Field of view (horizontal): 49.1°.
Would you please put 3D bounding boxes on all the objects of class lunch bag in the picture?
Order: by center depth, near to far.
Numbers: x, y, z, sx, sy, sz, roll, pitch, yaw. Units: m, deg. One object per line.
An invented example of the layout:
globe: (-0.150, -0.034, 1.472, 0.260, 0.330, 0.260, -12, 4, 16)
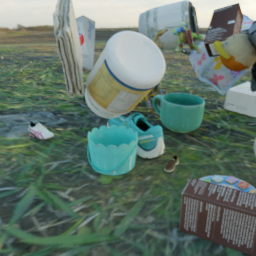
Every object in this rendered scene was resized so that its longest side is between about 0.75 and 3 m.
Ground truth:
lunch bag: (3.917, -3.023, 10.950, 1.721, 2.707, 2.295, 27, 29, -17)

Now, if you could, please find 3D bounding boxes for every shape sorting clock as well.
shape sorting clock: (2.328, 1.616, 6.755, 1.646, 0.323, 1.646, 0, 22, 0)

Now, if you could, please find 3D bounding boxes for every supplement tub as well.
supplement tub: (-0.182, -1.212, 6.998, 1.476, 1.476, 2.040, -15, -15, -32)

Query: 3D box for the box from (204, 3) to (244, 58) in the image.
box: (2.693, -2.738, 7.826, 0.770, 0.576, 1.537, -3, 50, 36)

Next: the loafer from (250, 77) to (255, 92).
loafer: (4.105, -1.672, 7.919, 0.661, 2.101, 0.755, 4, 63, 4)

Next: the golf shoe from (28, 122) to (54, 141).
golf shoe: (-3.184, 0.120, 10.129, 1.168, 0.538, 0.424, 13, 25, 27)

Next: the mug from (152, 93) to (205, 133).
mug: (1.989, -0.597, 10.910, 1.610, 1.212, 1.960, -5, 24, -16)

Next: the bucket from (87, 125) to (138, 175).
bucket: (-0.456, 0.638, 8.255, 1.535, 0.999, 1.535, -1, 22, 0)

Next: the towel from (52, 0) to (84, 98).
towel: (-1.477, -2.094, 7.048, 0.455, 1.750, 2.641, -8, 38, -5)

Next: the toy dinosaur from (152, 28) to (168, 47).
toy dinosaur: (0.655, -2.286, 8.504, 0.495, 1.700, 0.859, 32, 23, 10)

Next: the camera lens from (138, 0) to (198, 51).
camera lens: (1.509, -3.687, 10.245, 1.942, 1.553, 1.553, -4, 19, 23)

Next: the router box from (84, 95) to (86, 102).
router box: (-1.518, -1.638, 14.635, 1.012, 0.347, 1.357, 12, 25, 27)

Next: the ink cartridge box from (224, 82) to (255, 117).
ink cartridge box: (5.843, -1.370, 13.120, 2.315, 1.013, 1.682, -22, 32, -40)

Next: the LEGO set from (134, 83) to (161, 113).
LEGO set: (0.506, -1.269, 13.071, 2.412, 1.398, 1.855, -8, -5, -25)

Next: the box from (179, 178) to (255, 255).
box: (2.055, 1.768, 5.522, 1.954, 0.978, 0.732, 13, 26, 27)

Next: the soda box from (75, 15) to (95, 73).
soda box: (-1.496, -2.728, 9.216, 0.548, 1.727, 0.589, -2, -8, 40)

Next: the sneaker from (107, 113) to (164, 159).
sneaker: (0.273, 0.003, 9.603, 1.115, 1.146, 2.878, -14, 26, -32)

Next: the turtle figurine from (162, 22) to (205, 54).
turtle figurine: (1.845, -2.951, 9.294, 1.261, 0.936, 1.301, 15, -26, -23)

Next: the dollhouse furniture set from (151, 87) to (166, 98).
dollhouse furniture set: (1.520, -2.065, 14.441, 0.900, 1.284, 0.905, 5, 23, 13)

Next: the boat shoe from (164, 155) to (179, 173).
boat shoe: (1.268, 1.029, 8.234, 0.283, 0.284, 0.767, 11, 25, 25)

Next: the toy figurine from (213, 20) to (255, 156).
toy figurine: (3.059, -0.692, 4.966, 2.796, 2.752, 1.945, -4, -23, -48)

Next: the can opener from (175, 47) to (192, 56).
can opener: (2.479, -3.398, 12.206, 1.196, 0.398, 0.315, 11, 27, -42)
